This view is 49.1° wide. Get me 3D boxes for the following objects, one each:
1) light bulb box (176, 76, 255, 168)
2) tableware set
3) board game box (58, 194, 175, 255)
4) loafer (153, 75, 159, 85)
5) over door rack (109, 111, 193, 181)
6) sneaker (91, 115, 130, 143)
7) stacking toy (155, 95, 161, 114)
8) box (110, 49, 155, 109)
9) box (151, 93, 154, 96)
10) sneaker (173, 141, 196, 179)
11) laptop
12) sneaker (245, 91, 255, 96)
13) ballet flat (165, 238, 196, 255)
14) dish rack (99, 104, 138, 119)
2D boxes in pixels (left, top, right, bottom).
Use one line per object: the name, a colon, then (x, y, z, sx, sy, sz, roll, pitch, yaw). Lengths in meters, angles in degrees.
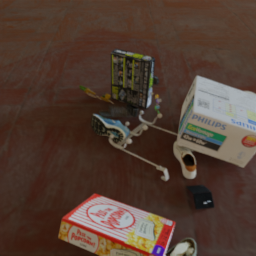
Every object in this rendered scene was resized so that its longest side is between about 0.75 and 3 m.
light bulb box: (3.540, -0.322, 10.928, 2.741, 1.725, 2.765, 19, 40, 3)
tableware set: (-1.498, -1.640, 13.313, 1.683, 1.134, 0.258, 22, 84, 28)
board game box: (-0.214, 2.911, 7.976, 2.771, 0.642, 2.099, 15, 9, 15)
loafer: (1.165, -2.634, 14.820, 0.431, 0.434, 1.191, -7, 37, -37)
over door rack: (0.974, 0.456, 11.169, 2.913, 0.970, 2.152, 31, 52, 29)
sneaker: (-0.778, -0.030, 12.017, 1.959, 0.768, 0.881, 29, 32, 25)
stacking toy: (1.368, -1.076, 12.863, 0.179, 0.762, 0.574, -4, 25, -7)
box: (0.157, -2.240, 12.959, 1.963, 2.450, 0.542, 19, 41, 20)
box: (0.816, -1.687, 14.127, 0.752, 0.080, 0.615, 23, 47, 22)
sneaker: (2.217, 1.009, 10.711, 0.662, 0.770, 1.819, -8, 42, -6)
laptop: (2.462, 2.365, 9.629, 0.736, 0.429, 0.830, -1, 69, -19)
sneaker: (4.682, -1.069, 12.841, 2.876, 1.082, 1.273, 20, 47, 34)
ballet flat: (1.101, 3.752, 7.811, 2.033, 0.648, 0.685, -26, 44, -25)
dish rack: (-0.462, -0.733, 12.421, 1.623, 0.443, 1.245, -2, 13, -15)
